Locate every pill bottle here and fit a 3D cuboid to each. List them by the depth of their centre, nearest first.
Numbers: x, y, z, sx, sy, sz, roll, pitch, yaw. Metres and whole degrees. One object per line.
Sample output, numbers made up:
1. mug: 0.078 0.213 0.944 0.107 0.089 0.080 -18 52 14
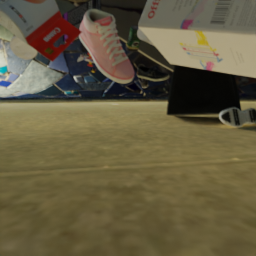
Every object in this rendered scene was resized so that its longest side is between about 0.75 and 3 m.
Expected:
1. pill bottle: -3.372 -3.147 9.589 0.883 0.883 1.592 0 48 2

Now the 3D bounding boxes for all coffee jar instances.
1. coffee jar: 0.249 -3.550 11.245 0.529 1.014 0.433 -6 48 -27

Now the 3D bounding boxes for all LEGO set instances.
1. LEGO set: -1.134 -2.727 11.669 1.879 0.461 1.403 -9 -31 40

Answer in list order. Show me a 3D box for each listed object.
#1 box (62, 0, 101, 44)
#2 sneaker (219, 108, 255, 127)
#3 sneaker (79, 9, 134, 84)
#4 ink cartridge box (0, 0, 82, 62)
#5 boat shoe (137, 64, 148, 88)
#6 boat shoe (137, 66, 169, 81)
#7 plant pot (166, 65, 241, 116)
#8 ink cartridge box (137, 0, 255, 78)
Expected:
1. box: -1.860 -4.242 11.185 1.849 1.322 0.334 -13 -17 32
2. sneaker: 3.477 -0.316 9.126 1.685 0.633 0.683 -1 -4 -35
3. sneaker: -0.675 -2.813 9.418 1.020 2.709 1.416 -33 -12 -29
4. ink cartridge box: -2.259 -2.789 6.963 1.997 1.620 0.501 35 -40 -9
5. boat shoe: 0.525 -1.958 10.151 0.369 1.103 0.314 -16 -31 13
6. boat shoe: 0.762 -1.709 8.759 1.093 0.340 0.408 16 39 27
7. plant pot: 2.906 -1.659 11.109 2.599 2.306 2.593 -2 1 15
8. ink cartridge box: 1.178 -1.593 3.909 1.915 1.231 1.199 20 -5 35
